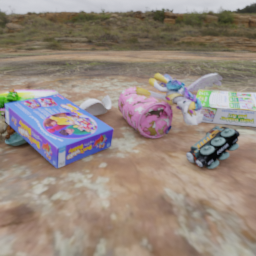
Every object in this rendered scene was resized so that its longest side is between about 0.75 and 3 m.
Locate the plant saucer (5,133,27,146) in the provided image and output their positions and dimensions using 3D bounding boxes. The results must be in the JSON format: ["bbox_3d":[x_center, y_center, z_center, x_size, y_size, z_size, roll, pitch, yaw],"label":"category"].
[{"bbox_3d":[-3.012,0.265,8.020,0.965,0.173,0.965,-17,21,7],"label":"plant saucer"}]

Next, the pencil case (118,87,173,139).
[{"bbox_3d":[0.484,-0.614,9.369,1.223,1.170,2.826,9,15,-19],"label":"pencil case"}]

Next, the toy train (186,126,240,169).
[{"bbox_3d":[2.059,0.455,6.814,1.395,0.594,0.795,-35,23,-20],"label":"toy train"}]

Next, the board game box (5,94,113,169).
[{"bbox_3d":[-1.944,-0.071,7.718,2.612,0.585,1.756,32,35,34],"label":"board game box"}]

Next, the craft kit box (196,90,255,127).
[{"bbox_3d":[4.056,-0.819,10.780,2.930,0.720,2.967,9,20,16],"label":"craft kit box"}]

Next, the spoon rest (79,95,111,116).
[{"bbox_3d":[-1.190,-0.774,10.550,0.980,0.598,1.972,-40,-5,30],"label":"spoon rest"}]

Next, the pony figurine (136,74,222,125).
[{"bbox_3d":[1.608,-0.946,8.424,2.017,1.740,2.089,-14,37,-44],"label":"pony figurine"}]

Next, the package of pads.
[{"bbox_3d":[-4.054,-1.086,11.292,2.152,0.734,1.663,0,15,3],"label":"package of pads"}]

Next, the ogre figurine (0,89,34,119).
[{"bbox_3d":[-3.794,-0.506,9.092,2.131,1.046,1.278,-8,51,15],"label":"ogre figurine"}]

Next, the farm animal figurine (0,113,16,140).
[{"bbox_3d":[-3.918,0.050,7.969,1.311,0.659,1.059,1,31,-42],"label":"farm animal figurine"}]
